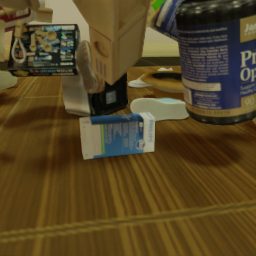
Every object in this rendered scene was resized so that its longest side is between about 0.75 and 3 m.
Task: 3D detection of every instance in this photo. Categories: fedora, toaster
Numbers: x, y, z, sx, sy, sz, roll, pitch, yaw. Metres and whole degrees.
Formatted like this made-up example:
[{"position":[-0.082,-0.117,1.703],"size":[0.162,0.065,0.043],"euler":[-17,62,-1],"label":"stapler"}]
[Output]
[{"position":[1.722,-1.476,10.792],"size":[2.706,1.104,2.706],"euler":[2,22,-1],"label":"fedora"},{"position":[-1.119,-1.507,9.551],"size":[1.373,2.092,2.314],"euler":[9,22,32],"label":"toaster"}]

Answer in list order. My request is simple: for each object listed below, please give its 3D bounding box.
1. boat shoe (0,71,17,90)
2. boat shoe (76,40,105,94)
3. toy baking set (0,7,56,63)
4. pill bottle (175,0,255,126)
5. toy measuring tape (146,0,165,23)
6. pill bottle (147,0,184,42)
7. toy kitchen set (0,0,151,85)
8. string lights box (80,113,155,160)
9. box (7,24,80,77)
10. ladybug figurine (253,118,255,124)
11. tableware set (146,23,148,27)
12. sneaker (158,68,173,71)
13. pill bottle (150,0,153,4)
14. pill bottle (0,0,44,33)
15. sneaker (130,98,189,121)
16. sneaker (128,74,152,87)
[{"position":[-6.619,-2.258,13.167],"size":[2.539,0.912,0.858],"euler":[-12,28,-25],"label":"boat shoe"},{"position":[-0.841,-1.372,6.381],"size":[0.477,1.259,0.452],"euler":[-17,-9,42],"label":"boat shoe"},{"position":[-2.409,-2.205,6.419],"size":[1.652,1.268,0.192],"euler":[-26,31,-14],"label":"toy baking set"},{"position":[1.748,-1.629,5.277],"size":[1.605,2.870,1.605],"euler":[-10,27,5],"label":"pill bottle"},{"position":[0.340,-3.103,7.703],"size":[0.652,1.772,0.652],"euler":[40,0,0],"label":"toy measuring tape"},{"position":[1.842,-3.325,8.902],"size":[2.222,1.234,1.234],"euler":[30,26,7],"label":"pill bottle"},{"position":[-1.183,-1.932,4.619],"size":[2.391,2.157,1.951],"euler":[38,68,14],"label":"toy kitchen set"},{"position":[-0.246,0.171,6.646],"size":[1.708,0.877,0.503],"euler":[-5,21,-13],"label":"string lights box"},{"position":[-2.441,-2.298,8.262],"size":[1.960,1.558,0.451],"euler":[-2,-20,-1],"label":"box"},{"position":[4.478,-0.424,7.341],"size":[2.593,1.760,0.933],"euler":[-9,52,47],"label":"ladybug figurine"},{"position":[0.966,-5.182,11.857],"size":[0.258,2.227,1.861],"euler":[-1,19,43],"label":"tableware set"},{"position":[1.880,-3.175,16.166],"size":[1.415,0.572,0.541],"euler":[-3,22,-6],"label":"sneaker"},{"position":[0.469,-2.851,5.484],"size":[0.500,0.500,0.882],"euler":[15,58,35],"label":"pill bottle"},{"position":[-3.252,-3.048,7.015],"size":[1.258,1.258,2.203],"euler":[11,34,27],"label":"pill bottle"},{"position":[1.016,-0.637,9.243],"size":[1.966,0.727,0.805],"euler":[7,13,-8],"label":"sneaker"},{"position":[0.768,-2.386,13.990],"size":[1.664,0.589,0.608],"euler":[-11,23,-27],"label":"sneaker"}]
